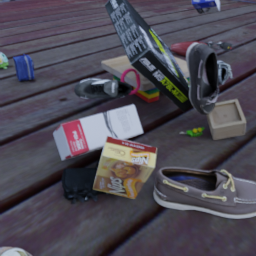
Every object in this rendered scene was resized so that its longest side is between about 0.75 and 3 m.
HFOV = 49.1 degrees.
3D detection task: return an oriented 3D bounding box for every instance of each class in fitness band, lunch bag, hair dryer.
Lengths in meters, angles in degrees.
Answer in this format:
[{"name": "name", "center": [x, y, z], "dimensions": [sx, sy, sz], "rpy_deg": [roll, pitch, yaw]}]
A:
[{"name": "fitness band", "center": [0.079, -1.399, 8.526], "dimensions": [0.599, 0.834, 0.156], "rpy_deg": [-26, 41, -16]}, {"name": "lunch bag", "center": [-4.158, -2.447, 11.280], "dimensions": [0.683, 1.032, 0.701], "rpy_deg": [-15, 34, -26]}, {"name": "hair dryer", "center": [3.526, -3.928, 14.047], "dimensions": [2.835, 0.770, 2.159], "rpy_deg": [-1, 16, -8]}]

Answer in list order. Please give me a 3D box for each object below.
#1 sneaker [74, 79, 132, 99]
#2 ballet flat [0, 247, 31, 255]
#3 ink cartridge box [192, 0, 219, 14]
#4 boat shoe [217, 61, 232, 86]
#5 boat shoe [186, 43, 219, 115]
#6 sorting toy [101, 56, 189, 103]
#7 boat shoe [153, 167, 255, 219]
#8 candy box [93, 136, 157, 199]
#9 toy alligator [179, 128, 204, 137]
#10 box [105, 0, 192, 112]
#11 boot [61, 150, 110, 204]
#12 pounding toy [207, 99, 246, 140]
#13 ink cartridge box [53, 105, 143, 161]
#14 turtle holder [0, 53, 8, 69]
[{"name": "sneaker", "center": [-0.535, -0.935, 6.630], "dimensions": [1.438, 0.478, 0.651], "rpy_deg": [-3, 4, -28]}, {"name": "ballet flat", "center": [-1.645, 2.325, 4.502], "dimensions": [1.823, 0.613, 0.621], "rpy_deg": [19, 38, 26]}, {"name": "ink cartridge box", "center": [1.777, -2.829, 6.356], "dimensions": [0.494, 0.232, 1.050], "rpy_deg": [3, 10, 23]}, {"name": "boat shoe", "center": [2.756, -1.639, 8.306], "dimensions": [0.556, 0.601, 1.629], "rpy_deg": [-13, 16, 37]}, {"name": "boat shoe", "center": [1.952, -1.082, 7.056], "dimensions": [0.725, 2.169, 0.618], "rpy_deg": [-36, 41, -15]}, {"name": "sorting toy", "center": [0.788, -1.992, 10.680], "dimensions": [2.664, 0.927, 2.648], "rpy_deg": [-21, 39, -28]}, {"name": "boat shoe", "center": [1.797, 1.289, 5.935], "dimensions": [2.478, 0.738, 0.890], "rpy_deg": [5, 34, 7]}, {"name": "candy box", "center": [-0.116, 0.812, 5.316], "dimensions": [0.908, 1.572, 0.435], "rpy_deg": [15, 56, -4]}, {"name": "toy alligator", "center": [1.871, 0.169, 8.108], "dimensions": [0.819, 0.243, 0.222], "rpy_deg": [-12, 76, -17]}, {"name": "box", "center": [0.699, -2.156, 8.091], "dimensions": [0.682, 2.774, 2.872], "rpy_deg": [-34, 50, 19]}, {"name": "boot", "center": [-0.882, 1.034, 6.507], "dimensions": [1.254, 0.566, 1.531], "rpy_deg": [-5, 38, -8]}, {"name": "pounding toy", "center": [2.860, -0.273, 8.113], "dimensions": [1.040, 0.803, 1.130], "rpy_deg": [-11, 50, 10]}, {"name": "ink cartridge box", "center": [-0.747, 0.128, 6.745], "dimensions": [1.810, 0.750, 1.328], "rpy_deg": [-17, -3, -24]}, {"name": "turtle holder", "center": [-5.759, -2.951, 12.392], "dimensions": [0.675, 0.630, 0.888], "rpy_deg": [12, 35, 17]}]
